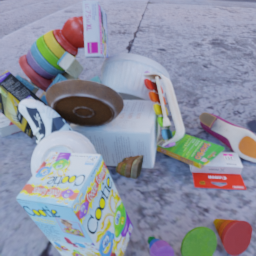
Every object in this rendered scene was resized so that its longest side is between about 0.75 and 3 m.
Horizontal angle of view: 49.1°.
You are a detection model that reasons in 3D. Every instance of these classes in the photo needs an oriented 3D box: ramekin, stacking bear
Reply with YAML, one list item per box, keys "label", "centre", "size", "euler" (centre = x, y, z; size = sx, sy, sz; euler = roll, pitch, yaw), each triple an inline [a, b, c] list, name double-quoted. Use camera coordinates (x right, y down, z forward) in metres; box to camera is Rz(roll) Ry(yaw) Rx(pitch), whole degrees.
- label: "ramekin"
  centre: [0.159, -1.630, 11.857]
  size: [2.992, 2.992, 1.570]
  euler: [10, 73, 14]
- label: "stacking bear"
  centre: [-2.597, -2.996, 10.711]
  size: [2.910, 1.655, 1.767]
  euler: [-36, 45, 18]

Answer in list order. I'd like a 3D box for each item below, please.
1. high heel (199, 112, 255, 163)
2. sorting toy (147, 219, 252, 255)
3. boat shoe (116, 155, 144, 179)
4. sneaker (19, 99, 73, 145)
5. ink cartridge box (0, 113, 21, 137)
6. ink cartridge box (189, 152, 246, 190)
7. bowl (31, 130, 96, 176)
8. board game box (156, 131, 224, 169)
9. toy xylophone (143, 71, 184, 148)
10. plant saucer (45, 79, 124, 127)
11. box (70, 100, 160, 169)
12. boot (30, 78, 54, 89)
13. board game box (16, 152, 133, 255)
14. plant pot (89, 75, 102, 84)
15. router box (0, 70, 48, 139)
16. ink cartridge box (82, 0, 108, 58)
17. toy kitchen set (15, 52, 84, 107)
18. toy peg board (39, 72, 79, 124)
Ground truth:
- label: "high heel"
  centre: [4.084, 0.404, 10.947]
  size: [2.977, 1.003, 1.428]
  euler: [32, 6, 24]
- label: "sorting toy"
  centre: [1.762, 2.802, 7.253]
  size: [2.865, 0.994, 0.987]
  euler: [-3, 10, -20]
- label: "boat shoe"
  centre: [0.070, 0.983, 7.439]
  size: [0.559, 0.592, 1.646]
  euler: [7, -4, 9]
- label: "sneaker"
  centre: [-2.508, 0.675, 8.305]
  size: [1.914, 2.941, 1.174]
  euler: [-50, 17, -26]
- label: "ink cartridge box"
  centre: [-5.107, -0.197, 11.843]
  size: [0.832, 0.483, 1.153]
  euler: [-20, 40, -26]
- label: "ink cartridge box"
  centre: [3.034, 1.425, 9.620]
  size: [1.741, 0.379, 1.511]
  euler: [2, 33, 3]
- label: "bowl"
  centre: [-1.770, 0.938, 7.458]
  size: [1.887, 1.887, 0.848]
  euler: [-1, -9, -1]
- label: "board game box"
  centre: [2.161, 0.751, 10.042]
  size: [1.130, 0.355, 2.366]
  euler: [-33, 29, -26]
- label: "toy xylophone"
  centre: [1.200, -0.747, 9.660]
  size: [0.712, 2.835, 2.076]
  euler: [-17, -15, 23]
- label: "plant saucer"
  centre: [-1.297, -0.603, 8.369]
  size: [2.343, 2.343, 0.403]
  euler: [1, 63, 1]
- label: "box"
  centre: [-0.402, 0.142, 10.205]
  size: [2.872, 1.527, 2.187]
  euler: [2, 35, 14]
- label: "boot"
  centre: [-4.148, -2.799, 15.385]
  size: [1.749, 0.698, 1.923]
  euler: [24, 47, 9]
- label: "board game box"
  centre: [-1.019, 1.968, 6.367]
  size: [1.385, 2.642, 1.361]
  euler: [1, 40, 25]
- label: "plant pot"
  centre: [-1.206, -0.890, 9.307]
  size: [1.104, 1.376, 1.376]
  euler: [-25, 38, -1]
- label: "router box"
  centre: [-3.974, -0.751, 10.336]
  size: [1.868, 2.375, 0.620]
  euler: [41, 59, -2]
- label: "ink cartridge box"
  centre: [-1.092, -3.357, 9.995]
  size: [0.595, 1.692, 2.835]
  euler: [-1, 13, 0]
- label: "toy kitchen set"
  centre: [-3.008, -1.971, 10.177]
  size: [1.689, 2.108, 1.242]
  euler: [37, -1, 7]
- label: "toy peg board"
  centre: [-2.512, -1.096, 11.456]
  size: [2.156, 1.054, 2.147]
  euler: [-51, 45, 5]
